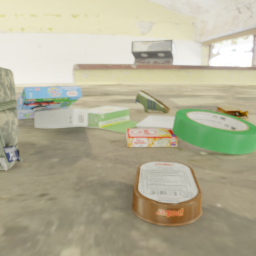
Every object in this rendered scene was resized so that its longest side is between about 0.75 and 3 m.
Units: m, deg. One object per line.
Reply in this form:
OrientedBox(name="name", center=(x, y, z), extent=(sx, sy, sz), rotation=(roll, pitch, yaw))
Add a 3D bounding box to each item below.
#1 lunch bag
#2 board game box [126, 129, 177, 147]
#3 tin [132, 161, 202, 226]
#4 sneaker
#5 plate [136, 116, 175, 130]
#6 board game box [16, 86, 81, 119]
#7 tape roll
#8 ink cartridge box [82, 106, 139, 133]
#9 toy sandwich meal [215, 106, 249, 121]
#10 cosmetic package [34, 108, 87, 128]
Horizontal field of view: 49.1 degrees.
OrientedBox(name="lunch bag", center=(-3.951, -0.168, 6.321), extent=(2.834, 2.377, 1.974), rotation=(-3, 12, -9))
OrientedBox(name="board game box", center=(0.702, 0.306, 8.889), extent=(1.497, 0.347, 1.134), rotation=(-1, 12, -3))
OrientedBox(name="tin", center=(0.701, 1.083, 5.160), extent=(1.176, 0.440, 2.100), rotation=(5, 12, 4))
OrientedBox(name="sneaker", center=(1.237, -1.174, 15.120), extent=(1.968, 0.884, 0.660), rotation=(34, 17, 8))
OrientedBox(name="plate", center=(1.531, -0.093, 10.767), extent=(2.025, 0.327, 2.021), rotation=(5, 15, 19))
OrientedBox(name="board game box", center=(-3.157, -0.917, 10.560), extent=(1.957, 0.473, 2.587), rotation=(-7, -9, -33))
OrientedBox(name="tape roll", center=(2.641, 0.040, 8.587), extent=(2.513, 0.604, 2.513), rotation=(8, 18, -3))
OrientedBox(name="ink cartridge box", center=(-0.537, -0.396, 11.575), extent=(2.886, 0.692, 2.100), rotation=(6, 13, 34))
OrientedBox(name="toy sandwich meal", center=(4.870, -0.683, 13.113), extent=(1.593, 0.546, 1.593), rotation=(0, 12, 0))
OrientedBox(name="cosmetic package", center=(-2.491, -0.340, 10.390), extent=(1.810, 0.670, 0.920), rotation=(-1, -2, 25))
